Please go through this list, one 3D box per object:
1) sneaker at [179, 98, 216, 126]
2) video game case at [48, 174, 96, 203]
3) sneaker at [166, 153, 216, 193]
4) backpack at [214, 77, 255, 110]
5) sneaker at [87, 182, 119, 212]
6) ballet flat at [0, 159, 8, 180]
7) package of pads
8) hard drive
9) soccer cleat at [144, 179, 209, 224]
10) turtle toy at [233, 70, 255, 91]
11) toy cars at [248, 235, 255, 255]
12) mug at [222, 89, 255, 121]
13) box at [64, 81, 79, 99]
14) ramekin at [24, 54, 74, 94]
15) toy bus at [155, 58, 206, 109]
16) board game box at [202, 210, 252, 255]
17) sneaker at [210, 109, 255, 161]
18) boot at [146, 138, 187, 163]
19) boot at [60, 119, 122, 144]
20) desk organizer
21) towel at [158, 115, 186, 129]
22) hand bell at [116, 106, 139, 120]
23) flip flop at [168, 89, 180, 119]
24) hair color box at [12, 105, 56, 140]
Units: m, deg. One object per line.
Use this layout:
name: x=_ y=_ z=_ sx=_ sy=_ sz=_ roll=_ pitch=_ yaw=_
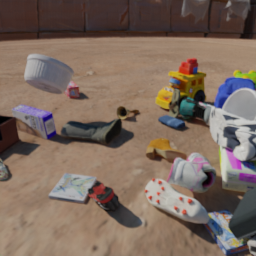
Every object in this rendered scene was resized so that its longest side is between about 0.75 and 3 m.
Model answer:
sneaker: x=3.061 y=-0.769 z=12.555 sx=1.446 sy=1.001 sz=2.394 roll=11 pitch=10 yaw=5
video game case: x=-1.619 y=1.769 z=8.336 sx=1.058 sy=0.128 sz=1.161 roll=5 pitch=24 yaw=11
sneaker: x=2.004 y=1.361 z=7.979 sx=1.020 sy=0.941 sz=2.312 roll=23 pitch=15 yaw=30
backpack: x=5.121 y=-1.341 z=13.093 sx=1.942 sy=2.005 sz=2.389 roll=14 pitch=23 yaw=13
sneaker: x=-0.654 y=1.889 z=7.595 sx=0.521 sy=0.720 sz=1.473 roll=-41 pitch=15 yaw=-20
ballet flat: x=-4.262 y=1.264 z=9.134 sx=0.479 sy=0.405 sz=1.266 roll=-15 pitch=29 yaw=-34
package of pads: x=3.964 y=1.119 z=8.911 sx=1.907 sy=0.842 sz=2.468 roll=6 pitch=25 yaw=12
hard drive: x=3.707 y=1.325 z=6.178 sx=0.476 sy=2.895 sz=2.020 roll=55 pitch=34 yaw=11
soccer cleat: x=1.191 y=1.960 z=7.378 sx=0.737 sy=0.825 sz=2.128 roll=-55 pitch=28 yaw=-11
turtle toy: x=7.510 y=-2.679 z=16.906 sx=2.448 sy=1.237 sz=1.784 roll=1 pitch=26 yaw=1
toy cars: x=3.982 y=2.587 z=5.619 sx=2.912 sy=0.645 sz=1.305 roll=-4 pitch=0 yaw=3
mug: x=4.916 y=-0.290 z=10.945 sx=2.259 sy=1.902 sz=2.577 roll=14 pitch=-4 yaw=-20
box: x=-3.422 y=-2.288 z=16.732 sx=0.645 sy=0.673 sz=1.351 roll=-11 pitch=27 yaw=-24
ramekin: x=-3.399 y=-2.193 z=11.894 sx=1.993 sy=1.046 sz=1.993 roll=14 pitch=-9 yaw=2
toy bus: x=2.830 y=-2.313 z=14.581 sx=2.628 sy=2.523 sz=1.783 roll=-19 pitch=32 yaw=-33
board game box: x=2.353 y=2.462 z=6.705 sx=0.772 sy=0.197 sz=1.141 roll=-7 pitch=25 yaw=-15
sneaker: x=3.853 y=0.125 z=8.914 sx=1.751 sy=1.074 sz=2.691 roll=0 pitch=18 yaw=-10
boot: x=1.422 y=0.730 z=10.122 sx=1.512 sy=0.532 sz=1.082 roll=2 pitch=29 yaw=20
boot: x=-1.487 y=0.025 z=11.701 sx=2.062 sy=0.748 sz=1.875 roll=4 pitch=22 yaw=25
desk organizer: x=-5.144 y=0.504 z=10.045 sx=0.964 sy=1.035 sz=2.687 roll=6 pitch=25 yaw=14
towel: x=1.955 y=-0.245 z=12.650 sx=0.649 sy=0.282 sz=1.163 roll=-17 pitch=30 yaw=-37
hand bell: x=0.104 y=-0.784 z=13.697 sx=0.663 sy=0.663 sz=1.273 roll=20 pitch=20 yaw=37
flip flop: x=2.155 y=-1.135 z=13.369 sx=0.444 sy=1.541 sz=0.625 roll=16 pitch=-11 yaw=-35
hair color box: x=-3.948 y=-0.262 z=11.737 sx=1.872 sy=1.023 sz=0.607 roll=15 pitch=34 yaw=31
